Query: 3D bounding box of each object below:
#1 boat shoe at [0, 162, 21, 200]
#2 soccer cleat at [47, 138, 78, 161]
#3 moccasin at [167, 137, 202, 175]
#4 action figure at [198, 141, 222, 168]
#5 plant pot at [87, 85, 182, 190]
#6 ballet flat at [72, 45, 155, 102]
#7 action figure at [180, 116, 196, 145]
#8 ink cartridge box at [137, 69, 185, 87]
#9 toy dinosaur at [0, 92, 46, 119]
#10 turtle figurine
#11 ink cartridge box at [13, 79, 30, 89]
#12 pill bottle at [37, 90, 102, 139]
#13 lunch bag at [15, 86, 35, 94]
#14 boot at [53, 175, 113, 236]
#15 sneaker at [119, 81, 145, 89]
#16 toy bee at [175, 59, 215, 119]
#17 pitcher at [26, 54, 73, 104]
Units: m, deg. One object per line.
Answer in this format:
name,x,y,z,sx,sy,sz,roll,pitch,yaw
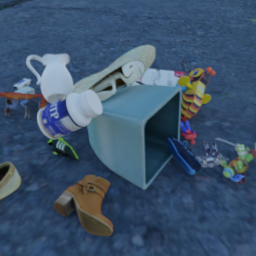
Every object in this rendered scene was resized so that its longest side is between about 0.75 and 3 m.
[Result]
boat shoe,-3.849,1.709,7.090,0.881,0.790,2.381,18,39,24
soccer cleat,-2.074,0.713,8.907,0.552,0.460,1.363,-41,50,-17
moccasin,1.701,0.813,8.509,0.502,0.592,1.472,-22,52,-13
action figure,1.794,0.603,6.125,0.493,0.263,0.757,-5,33,19
plant pot,0.038,-0.024,8.389,2.318,2.270,2.276,18,38,28
ballet flat,-0.305,-1.359,8.007,2.759,0.930,0.860,-30,50,4
action figure,2.062,0.112,9.784,0.448,0.354,1.371,-7,35,-3
ink cartridge box,1.331,-1.776,11.904,2.048,0.854,1.488,7,39,5
toy dinosaur,-3.978,-1.017,10.563,1.721,1.897,0.996,-21,45,25
turtle figurine,3.132,0.734,8.228,1.511,1.122,1.559,-17,42,-29
ink cartridge box,-4.891,-2.041,13.016,0.411,0.162,0.826,13,38,18
pill bottle,-1.324,-0.332,6.470,1.360,0.814,0.814,-23,30,20
lunch bag,-4.490,-1.501,12.110,0.642,0.309,0.801,19,39,30
boot,-0.833,1.884,7.105,1.735,0.665,1.347,13,32,30
sneaker,0.438,-0.787,9.848,2.903,1.075,1.285,14,62,-15
toy bee,2.514,-1.695,10.612,1.720,2.627,1.428,5,-16,-42
pitcher,-2.831,-1.825,10.132,1.600,1.131,1.866,0,63,-22
